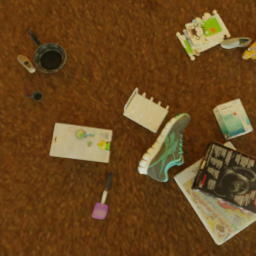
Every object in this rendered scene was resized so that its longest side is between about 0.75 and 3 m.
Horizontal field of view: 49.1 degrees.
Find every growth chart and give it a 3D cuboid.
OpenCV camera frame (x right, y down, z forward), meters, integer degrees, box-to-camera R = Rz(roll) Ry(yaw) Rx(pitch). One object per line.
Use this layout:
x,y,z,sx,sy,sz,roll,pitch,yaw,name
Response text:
3.198,-4.034,12.006,2.241,0.199,1.622,-31,78,-7,growth chart

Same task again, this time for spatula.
-0.876,2.511,10.501,0.498,0.181,1.761,15,77,2,spatula

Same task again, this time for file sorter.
0.702,-0.691,10.859,1.481,0.922,1.028,30,79,6,file sorter

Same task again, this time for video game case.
3.568,2.369,10.455,2.583,0.325,2.838,-31,79,-6,video game case

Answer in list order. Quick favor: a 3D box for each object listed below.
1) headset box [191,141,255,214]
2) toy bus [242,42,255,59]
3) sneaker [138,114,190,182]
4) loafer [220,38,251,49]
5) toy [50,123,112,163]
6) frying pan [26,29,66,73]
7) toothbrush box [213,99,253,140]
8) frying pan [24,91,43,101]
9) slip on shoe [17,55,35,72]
3.753,1.809,9.940,2.449,0.946,1.822,22,78,5,headset box
5.397,-3.337,11.721,1.313,0.427,0.514,-42,81,-9,toy bus
1.618,0.793,10.393,1.273,1.083,2.792,34,88,19,sneaker
4.522,-3.610,11.778,1.213,0.423,0.424,-6,78,-1,loafer
-1.772,0.613,10.770,2.179,0.514,1.255,7,74,-1,toy
-3.624,-3.093,11.702,2.231,0.363,1.350,29,78,8,frying pan
4.076,-0.327,10.953,0.964,0.562,1.317,-17,77,-5,toothbrush box
-3.823,-1.229,11.393,0.726,0.118,0.439,-21,77,-3,frying pan
-4.264,-2.711,11.643,0.359,0.286,0.945,-39,80,-8,slip on shoe
